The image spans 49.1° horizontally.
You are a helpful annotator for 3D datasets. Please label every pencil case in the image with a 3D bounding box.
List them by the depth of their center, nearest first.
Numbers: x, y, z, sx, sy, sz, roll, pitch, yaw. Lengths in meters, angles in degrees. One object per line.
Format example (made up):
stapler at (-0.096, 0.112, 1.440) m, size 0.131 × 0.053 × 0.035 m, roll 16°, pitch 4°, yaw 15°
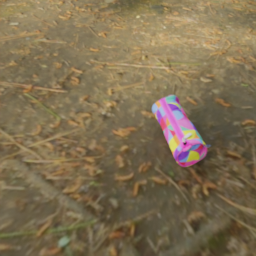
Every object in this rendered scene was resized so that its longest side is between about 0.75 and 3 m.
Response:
pencil case at (1.458, 0.022, 8.195) m, size 1.030 × 1.030 × 2.330 m, roll -10°, pitch 43°, yaw -11°
